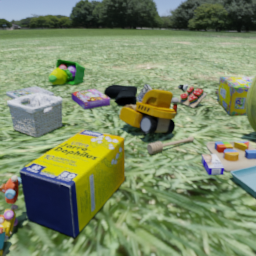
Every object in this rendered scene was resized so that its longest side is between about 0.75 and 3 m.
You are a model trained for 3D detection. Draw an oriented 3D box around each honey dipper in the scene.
[{"bbox_3d":[1.477,0.528,9.430,1.868,0.355,0.355,-11,25,-31],"label":"honey dipper"}]

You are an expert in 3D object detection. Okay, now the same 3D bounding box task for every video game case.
[{"bbox_3d":[-5.250,-1.789,14.987,1.770,0.214,1.942,-21,32,-40],"label":"video game case"}]

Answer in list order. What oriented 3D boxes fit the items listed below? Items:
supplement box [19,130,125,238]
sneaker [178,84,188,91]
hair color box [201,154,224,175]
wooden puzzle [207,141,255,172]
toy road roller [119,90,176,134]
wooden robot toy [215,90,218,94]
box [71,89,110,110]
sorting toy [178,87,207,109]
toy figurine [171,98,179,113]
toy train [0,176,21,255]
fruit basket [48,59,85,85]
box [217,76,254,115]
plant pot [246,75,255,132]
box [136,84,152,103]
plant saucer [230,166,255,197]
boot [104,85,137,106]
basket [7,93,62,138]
[{"bbox_3d":[-1.155,1.139,6.671,1.304,1.312,2.395,10,25,23],"label":"supplement box"},{"bbox_3d":[3.102,-2.313,16.116,0.534,0.349,0.955,6,16,22],"label":"sneaker"},{"bbox_3d":[2.465,1.067,8.216,0.437,0.259,0.800,-1,21,-1],"label":"hair color box"},{"bbox_3d":[3.441,0.768,8.750,1.533,0.383,1.655,-1,23,-3],"label":"wooden puzzle"},{"bbox_3d":[0.816,-0.700,10.410,1.312,1.558,2.135,3,14,-40],"label":"toy road roller"},{"bbox_3d":[5.145,-1.965,15.371,1.019,0.449,0.462,-23,67,-43],"label":"wooden robot toy"},{"bbox_3d":[-1.906,-1.454,13.963,1.323,0.378,1.933,-12,26,-27],"label":"box"},{"bbox_3d":[3.056,-1.521,13.514,1.010,0.354,1.017,-44,43,-15],"label":"sorting toy"},{"bbox_3d":[1.634,-1.072,12.596,1.090,0.758,1.073,-9,25,-19],"label":"toy figurine"},{"bbox_3d":[-2.530,1.726,5.484,0.440,1.187,1.581,6,27,-4],"label":"toy train"},{"bbox_3d":[-4.019,-3.419,17.424,2.197,1.585,2.197,11,9,-2],"label":"fruit basket"},{"bbox_3d":[5.470,-1.536,12.971,2.055,1.302,2.134,1,23,2],"label":"box"},{"bbox_3d":[5.817,-0.796,9.051,2.790,2.790,2.565,-12,20,-26],"label":"plant pot"},{"bbox_3d":[0.842,-1.359,12.776,0.263,0.864,1.072,12,33,-33],"label":"box"},{"bbox_3d":[3.743,1.753,6.606,1.013,0.275,2.898,-8,24,-19],"label":"plant saucer"},{"bbox_3d":[-0.398,-1.591,14.009,1.888,0.699,1.547,0,29,8],"label":"boot"},{"bbox_3d":[-3.495,-0.531,10.754,1.497,1.204,1.484,13,27,30],"label":"basket"}]
